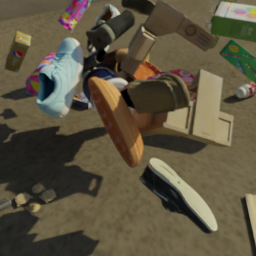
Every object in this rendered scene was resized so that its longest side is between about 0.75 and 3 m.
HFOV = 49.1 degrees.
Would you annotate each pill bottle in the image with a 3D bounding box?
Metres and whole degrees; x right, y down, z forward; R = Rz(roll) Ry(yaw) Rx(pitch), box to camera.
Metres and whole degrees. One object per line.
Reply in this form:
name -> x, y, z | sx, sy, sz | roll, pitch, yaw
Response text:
pill bottle -> -0.831, -1.334, 9.828 | 1.384, 1.384, 2.492 | -14, 29, -17
pill bottle -> 5.517, -1.724, 12.965 | 0.996, 0.568, 0.568 | -19, 42, -23

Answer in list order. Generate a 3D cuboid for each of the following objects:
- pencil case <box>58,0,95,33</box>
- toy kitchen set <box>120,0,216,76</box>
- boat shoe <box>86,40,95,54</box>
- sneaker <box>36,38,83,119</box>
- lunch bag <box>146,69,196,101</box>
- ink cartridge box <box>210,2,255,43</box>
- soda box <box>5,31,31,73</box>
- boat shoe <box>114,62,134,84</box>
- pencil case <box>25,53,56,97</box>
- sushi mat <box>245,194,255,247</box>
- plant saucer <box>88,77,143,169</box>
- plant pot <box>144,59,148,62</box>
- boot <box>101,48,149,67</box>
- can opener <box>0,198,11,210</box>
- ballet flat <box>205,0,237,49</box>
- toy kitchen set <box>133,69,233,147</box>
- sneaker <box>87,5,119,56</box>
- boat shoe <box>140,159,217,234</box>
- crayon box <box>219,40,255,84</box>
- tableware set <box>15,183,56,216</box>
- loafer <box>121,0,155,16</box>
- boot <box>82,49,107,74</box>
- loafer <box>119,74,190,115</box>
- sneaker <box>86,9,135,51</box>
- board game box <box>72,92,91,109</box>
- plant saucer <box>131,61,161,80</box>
pencil case -> -2.138, -4.825, 11.513 | 0.781, 0.781, 1.766 | 39, 94, 39
toy kitchen set -> 1.247, -2.503, 9.335 | 2.288, 2.536, 2.069 | 29, 25, -11
boat shoe -> -1.500, -3.591, 11.613 | 0.366, 0.329, 1.034 | -11, 59, 30
sneaker -> -2.118, -1.692, 8.516 | 1.001, 1.109, 2.707 | -2, 72, 24
lunch bag -> 1.310, -1.301, 8.561 | 1.526, 0.625, 1.344 | -18, 46, -24
ink cartridge box -> 3.666, -3.127, 8.378 | 2.126, 0.630, 1.104 | 17, 49, 17
soda box -> -3.956, -2.674, 9.999 | 0.499, 1.558, 0.528 | 14, 55, -31
boat shoe -> -0.139, -2.361, 13.479 | 0.987, 0.936, 2.607 | -15, 40, -18
pencil case -> -2.843, -1.849, 9.840 | 0.946, 0.946, 2.141 | 4, 38, 5
sushi mat -> 3.911, 2.799, 7.475 | 1.169, 0.148, 2.444 | 5, 38, 8
plant saucer -> -0.255, -0.156, 6.477 | 0.425, 2.270, 2.270 | -26, 43, -11
plant pot -> 0.688, -3.192, 14.674 | 1.123, 0.797, 1.123 | -1, 38, 0
boot -> -0.317, -4.011, 15.577 | 2.369, 1.030, 2.847 | 3, 16, 28
can opener -> -3.868, 2.393, 7.934 | 0.292, 0.367, 1.096 | 25, 31, 31
ballet flat -> 3.188, -3.942, 10.164 | 0.743, 2.102, 0.743 | 14, 34, -9
toy kitchen set -> 1.400, -0.460, 7.244 | 1.957, 1.597, 1.766 | 16, -13, -23
sneaker -> -1.273, -4.449, 13.039 | 0.976, 2.551, 1.030 | 26, 2, 24
boat shoe -> 1.000, 1.447, 5.722 | 1.836, 0.621, 0.659 | 43, 22, 23
crayon box -> 4.723, -2.283, 10.712 | 2.433, 0.709, 1.445 | 45, 23, 14
tableware set -> -2.773, 2.092, 8.406 | 0.905, 0.126, 1.084 | 29, 47, 31
loafer -> 0.458, -4.633, 10.655 | 1.443, 0.546, 0.493 | 23, 18, 12
boot -> -1.447, -2.208, 9.741 | 1.693, 0.673, 1.944 | -28, 27, 20
loafer -> 0.435, -0.594, 5.630 | 0.686, 0.773, 2.033 | -32, 17, -21
sneaker -> -0.611, -3.326, 9.690 | 1.193, 0.840, 2.245 | -39, 25, -15
board game box -> -1.901, -1.307, 12.655 | 0.935, 0.288, 0.934 | 19, 41, 23
plant saucer -> 0.945, -2.395, 13.352 | 2.028, 0.327, 2.028 | 20, 47, -23
